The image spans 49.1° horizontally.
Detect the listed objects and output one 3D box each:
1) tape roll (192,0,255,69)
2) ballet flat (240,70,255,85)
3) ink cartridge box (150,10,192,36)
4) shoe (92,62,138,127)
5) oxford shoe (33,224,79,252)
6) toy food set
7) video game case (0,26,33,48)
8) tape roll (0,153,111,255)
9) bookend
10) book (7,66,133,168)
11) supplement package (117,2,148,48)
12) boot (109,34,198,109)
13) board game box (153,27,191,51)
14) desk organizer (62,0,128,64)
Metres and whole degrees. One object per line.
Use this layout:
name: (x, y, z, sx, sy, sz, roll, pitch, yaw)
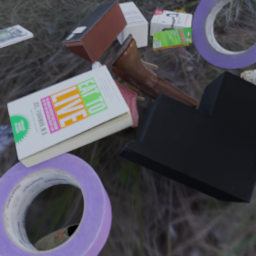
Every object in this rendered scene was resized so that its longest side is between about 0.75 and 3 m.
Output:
tape roll: (2.914, -2.745, 7.535, 2.200, 2.200, 0.935, 24, 28, 20)
ballet flat: (5.092, -1.710, 10.107, 2.033, 0.650, 0.769, 35, 56, 28)
ink cartridge box: (1.960, -4.657, 12.693, 1.702, 0.710, 1.236, 11, 49, 10)
shoe: (-0.504, -1.126, 9.392, 1.352, 1.062, 2.972, -2, 49, -11)
oxford shoe: (-1.513, 2.482, 6.417, 1.405, 0.525, 0.495, -18, 50, -13)
toy food set: (0.388, -1.667, 9.543, 0.978, 1.417, 0.284, 20, 33, -7)
video game case: (-3.777, -2.910, 8.877, 1.148, 0.134, 1.044, -32, 48, -28)
tape roll: (-1.636, 1.839, 6.033, 2.466, 1.048, 2.466, -2, 61, 4)
bookend: (1.683, -0.130, 6.794, 2.948, 1.358, 2.930, 23, 75, -4)
book: (-1.355, -0.336, 6.350, 2.467, 0.593, 1.648, -24, 58, -5)
supplement package: (0.017, -4.460, 12.244, 1.081, 1.123, 1.974, -14, 51, -11)
boot: (0.942, -1.226, 7.927, 2.976, 2.774, 0.956, 36, 90, -2)
board game box: (1.210, -2.448, 7.689, 1.057, 0.158, 0.505, -4, 73, 23)
desk organizer: (-1.084, -3.400, 9.953, 0.899, 0.965, 2.507, 8, 52, 37)
